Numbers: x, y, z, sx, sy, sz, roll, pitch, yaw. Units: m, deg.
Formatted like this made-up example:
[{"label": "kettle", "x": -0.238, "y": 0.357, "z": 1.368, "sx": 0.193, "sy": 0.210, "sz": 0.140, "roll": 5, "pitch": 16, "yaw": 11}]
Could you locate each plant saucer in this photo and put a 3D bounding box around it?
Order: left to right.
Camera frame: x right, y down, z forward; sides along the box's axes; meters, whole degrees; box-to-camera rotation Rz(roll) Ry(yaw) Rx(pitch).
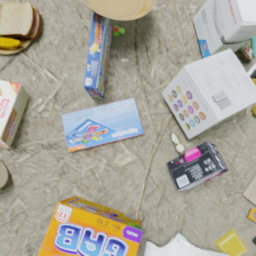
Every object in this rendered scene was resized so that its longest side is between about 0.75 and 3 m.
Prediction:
[{"label": "plant saucer", "x": -0.465, "y": -4.479, "z": 9.034, "sx": 2.765, "sy": 0.490, "sz": 2.765, "roll": 5, "pitch": 70, "yaw": -15}, {"label": "plant saucer", "x": 3.546, "y": 4.067, "z": 9.567, "sx": 0.869, "sy": 0.211, "sz": 0.869, "roll": -35, "pitch": 82, "yaw": -5}]

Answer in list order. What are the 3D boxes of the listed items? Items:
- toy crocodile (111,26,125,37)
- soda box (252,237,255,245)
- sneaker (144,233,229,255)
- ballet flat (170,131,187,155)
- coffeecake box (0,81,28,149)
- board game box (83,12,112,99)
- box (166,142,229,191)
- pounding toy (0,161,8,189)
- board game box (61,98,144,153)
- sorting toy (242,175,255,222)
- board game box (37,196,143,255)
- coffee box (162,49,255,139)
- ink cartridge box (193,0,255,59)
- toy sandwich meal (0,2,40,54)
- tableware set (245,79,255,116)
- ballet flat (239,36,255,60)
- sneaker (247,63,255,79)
[{"label": "toy crocodile", "x": -0.672, "y": -3.817, "z": 10.895, "sx": 1.095, "sy": 0.338, "sz": 0.370, "roll": 9, "pitch": 80, "yaw": 1}, {"label": "soda box", "x": 5.206, "y": 3.408, "z": 9.422, "sx": 2.015, "sy": 0.713, "sz": 0.638, "roll": -41, "pitch": 85, "yaw": -7}, {"label": "sneaker", "x": 1.951, "y": 4.129, "z": 9.208, "sx": 2.856, "sy": 1.074, "sz": 1.264, "roll": -4, "pitch": 68, "yaw": 0}, {"label": "ballet flat", "x": 1.734, "y": 0.548, "z": 9.860, "sx": 0.347, "sy": 0.386, "sz": 1.024, "roll": -34, "pitch": 68, "yaw": 24}, {"label": "coffeecake box", "x": -5.252, "y": -0.642, "z": 9.781, "sx": 2.769, "sy": 1.012, "sz": 2.125, "roll": 10, "pitch": 67, "yaw": 1}, {"label": "board game box", "x": -1.026, "y": -2.502, "z": 9.811, "sx": 0.465, "sy": 1.825, "sz": 2.696, "roll": 7, "pitch": 85, "yaw": 2}, {"label": "box", "x": 2.270, "y": 1.299, "z": 9.212, "sx": 1.588, "sy": 0.911, "sz": 1.049, "roll": -34, "pitch": 63, "yaw": 27}, {"label": "pounding toy", "x": -5.351, "y": 1.550, "z": 9.462, "sx": 2.324, "sy": 1.794, "sz": 1.078, "roll": 44, "pitch": 109, "yaw": 7}, {"label": "board game box", "x": -0.937, "y": -0.113, "z": 10.223, "sx": 2.758, "sy": 0.268, "sz": 1.420, "roll": -13, "pitch": 79, "yaw": -4}, {"label": "sorting toy", "x": 4.778, "y": 2.311, "z": 9.852, "sx": 1.172, "sy": 0.284, "sz": 2.082, "roll": 38, "pitch": 82, "yaw": 11}, {"label": "board game box", "x": -1.140, "y": 3.703, "z": 8.474, "sx": 2.459, "sy": 2.461, "sz": 2.460, "roll": 19, "pitch": 80, "yaw": 3}, {"label": "coffee box", "x": 2.691, "y": -1.081, "z": 9.377, "sx": 1.966, "sy": 1.944, "sz": 1.963, "roll": -25, "pitch": 80, "yaw": -22}, {"label": "ink cartridge box", "x": 3.437, "y": -3.711, "z": 9.677, "sx": 1.074, "sy": 2.550, "sz": 1.844, "roll": -8, "pitch": 80, "yaw": -14}, {"label": "toy sandwich meal", "x": -4.583, "y": -3.928, "z": 10.653, "sx": 2.461, "sy": 0.843, "sz": 2.461, "roll": 0, "pitch": 80, "yaw": 0}, {"label": "tableware set", "x": 4.561, "y": -1.109, "z": 10.273, "sx": 1.895, "sy": 0.291, "sz": 1.277, "roll": 19, "pitch": 100, "yaw": 14}, {"label": "ballet flat", "x": 4.431, "y": -3.839, "z": 10.723, "sx": 0.887, "sy": 1.050, "sz": 2.776, "roll": 0, "pitch": 74, "yaw": 30}, {"label": "sneaker", "x": 5.271, "y": -2.134, "z": 10.382, "sx": 2.091, "sy": 0.739, "sz": 1.037, "roll": -37, "pitch": 77, "yaw": -10}]
